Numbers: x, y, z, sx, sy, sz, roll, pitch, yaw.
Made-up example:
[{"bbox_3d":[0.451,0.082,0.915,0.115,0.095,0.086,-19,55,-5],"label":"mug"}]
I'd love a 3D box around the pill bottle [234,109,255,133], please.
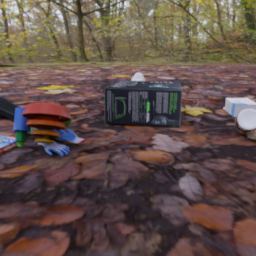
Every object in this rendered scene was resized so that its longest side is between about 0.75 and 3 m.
[{"bbox_3d":[3.603,-0.181,8.543,0.637,0.637,1.200,5,-5,16],"label":"pill bottle"}]

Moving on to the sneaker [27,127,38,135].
[{"bbox_3d":[-3.061,0.022,9.026,0.937,0.399,0.366,-3,17,-11],"label":"sneaker"}]

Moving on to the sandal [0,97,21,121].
[{"bbox_3d":[-5.042,-0.667,11.203,2.742,0.656,1.031,24,25,27],"label":"sandal"}]

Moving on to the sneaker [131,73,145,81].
[{"bbox_3d":[0.348,-2.130,14.636,1.034,1.376,2.763,3,18,7],"label":"sneaker"}]

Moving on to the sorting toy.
[{"bbox_3d":[-2.396,0.037,7.869,1.551,1.060,2.581,4,-8,-10],"label":"sorting toy"}]

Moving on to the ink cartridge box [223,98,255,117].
[{"bbox_3d":[4.724,-0.911,11.902,0.957,0.564,1.662,1,16,3],"label":"ink cartridge box"}]

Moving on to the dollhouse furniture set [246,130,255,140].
[{"bbox_3d":[3.929,0.415,7.998,1.358,0.777,1.592,-7,-7,-20],"label":"dollhouse furniture set"}]

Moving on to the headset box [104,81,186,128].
[{"bbox_3d":[0.767,-1.033,10.887,2.922,1.356,2.544,2,16,7],"label":"headset box"}]

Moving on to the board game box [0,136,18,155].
[{"bbox_3d":[-4.302,0.437,7.920,2.273,0.221,1.170,6,19,20],"label":"board game box"}]

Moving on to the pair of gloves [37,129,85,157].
[{"bbox_3d":[-1.845,0.374,7.655,0.995,0.141,1.238,19,32,21],"label":"pair of gloves"}]
